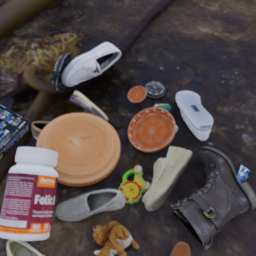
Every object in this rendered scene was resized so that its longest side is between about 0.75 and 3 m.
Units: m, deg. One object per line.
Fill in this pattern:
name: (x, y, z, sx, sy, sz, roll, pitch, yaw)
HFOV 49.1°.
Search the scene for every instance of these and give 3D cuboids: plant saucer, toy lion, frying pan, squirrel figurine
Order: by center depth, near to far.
squirrel figurine: (-0.485, 3.153, 7.665, 1.059, 0.803, 1.135, -41, 45, -18)
toy lion: (0.140, 1.864, 8.975, 1.029, 0.369, 1.073, -22, 52, -8)
plant saucer: (-1.664, 0.592, 9.514, 2.834, 0.457, 2.834, 5, 54, -7)
plant saucer: (0.857, 0.083, 10.149, 1.760, 0.284, 1.760, -10, 59, 17)
plant saucer: (0.357, -1.308, 11.077, 0.760, 0.123, 0.760, -10, 59, 16)
frying pan: (-2.838, -2.000, 11.173, 0.441, 1.639, 2.709, 19, 38, -3)
frying pan: (0.837, -1.640, 11.898, 1.487, 0.242, 0.899, -2, 56, -3)

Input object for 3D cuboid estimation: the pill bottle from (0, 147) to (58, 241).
pill bottle: (-2.645, 1.759, 7.636, 1.324, 1.324, 2.319, 4, 76, 4)

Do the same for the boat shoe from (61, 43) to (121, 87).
boat shoe: (-1.565, -2.696, 12.139, 2.881, 1.060, 0.942, -42, 53, -13)

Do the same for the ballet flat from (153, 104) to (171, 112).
ballet flat: (1.034, -0.675, 11.072, 1.379, 0.487, 0.487, -25, 53, -17)

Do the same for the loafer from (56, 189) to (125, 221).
loafer: (-1.152, 2.186, 8.128, 2.115, 0.738, 0.740, -17, 55, 6)

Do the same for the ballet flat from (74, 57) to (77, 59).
ballet flat: (-1.630, -3.284, 13.184, 1.977, 0.699, 0.699, -21, 52, -17)

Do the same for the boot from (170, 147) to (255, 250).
boot: (2.297, 1.946, 8.498, 2.357, 0.937, 2.708, -24, 51, -16)

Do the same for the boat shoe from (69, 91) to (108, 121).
boat shoe: (-1.515, -0.718, 10.778, 1.679, 0.604, 0.544, 40, 83, -10)

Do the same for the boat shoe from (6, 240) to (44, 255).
boat shoe: (-2.208, 3.699, 7.071, 2.399, 0.751, 0.854, 33, 57, 24)

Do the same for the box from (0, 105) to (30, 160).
box: (-4.847, 0.188, 9.998, 1.682, 0.487, 2.116, 29, 54, 3)

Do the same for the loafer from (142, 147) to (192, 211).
loafer: (1.118, 1.521, 8.857, 0.871, 0.965, 2.550, 28, 49, 22)

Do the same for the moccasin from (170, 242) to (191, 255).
moccasin: (1.184, 3.745, 7.059, 0.661, 0.698, 1.807, 22, 52, 18)

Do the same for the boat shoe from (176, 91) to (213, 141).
boat shoe: (2.391, -0.517, 10.596, 0.976, 0.867, 2.653, -4, 35, -1)

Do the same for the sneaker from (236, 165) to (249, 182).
sneaker: (3.720, 1.597, 9.166, 0.350, 0.315, 0.851, 28, 54, 18)

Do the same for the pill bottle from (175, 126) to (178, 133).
pill bottle: (1.469, -0.127, 10.570, 0.471, 0.471, 0.814, -29, 56, -23)

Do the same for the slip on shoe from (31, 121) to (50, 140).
slip on shoe: (-2.446, 0.179, 10.170, 2.196, 0.665, 0.835, 11, 50, 9)
